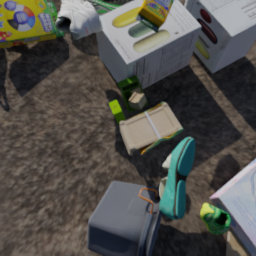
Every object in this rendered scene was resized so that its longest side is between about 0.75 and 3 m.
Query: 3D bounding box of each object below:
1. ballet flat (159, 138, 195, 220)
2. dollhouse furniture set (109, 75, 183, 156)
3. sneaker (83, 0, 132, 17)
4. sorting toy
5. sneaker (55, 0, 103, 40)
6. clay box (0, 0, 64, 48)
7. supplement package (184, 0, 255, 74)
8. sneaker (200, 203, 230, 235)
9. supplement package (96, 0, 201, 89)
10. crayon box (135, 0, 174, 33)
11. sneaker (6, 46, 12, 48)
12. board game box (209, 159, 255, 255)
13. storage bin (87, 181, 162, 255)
[{"bbox_3d":[1.042,1.094,6.392,0.666,0.637,1.891,2,74,39],"label":"ballet flat"},{"bbox_3d":[0.402,-0.208,7.639,1.393,1.076,2.787,-24,44,0],"label":"dollhouse furniture set"},{"bbox_3d":[-1.047,-3.950,10.120,2.883,1.125,1.228,3,71,2],"label":"sneaker"},{"bbox_3d":[3.187,3.128,7.614,1.161,0.404,1.154,16,68,-5],"label":"sorting toy"},{"bbox_3d":[-1.702,-3.372,8.186,1.149,0.901,2.312,-31,52,-6],"label":"sneaker"},{"bbox_3d":[-3.649,-3.772,9.861,2.554,0.608,1.468,-19,90,-21],"label":"clay box"},{"bbox_3d":[3.052,-3.472,9.401,1.597,2.076,2.171,-30,71,-11],"label":"supplement package"},{"bbox_3d":[2.130,2.228,6.578,0.561,1.343,0.498,10,65,43],"label":"sneaker"},{"bbox_3d":[0.571,-2.762,9.175,2.608,1.965,1.979,-30,71,-11],"label":"supplement package"},{"bbox_3d":[0.739,-3.203,7.438,0.723,0.297,1.150,27,73,-16],"label":"crayon box"},{"bbox_3d":[-4.218,-3.260,10.220,0.789,0.414,0.299,-36,73,-14],"label":"sneaker"},{"bbox_3d":[4.183,2.238,7.559,2.871,0.626,2.885,-32,80,-20],"label":"board game box"},{"bbox_3d":[0.006,2.192,6.904,1.504,1.630,2.239,12,25,12],"label":"storage bin"}]
